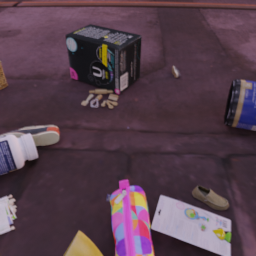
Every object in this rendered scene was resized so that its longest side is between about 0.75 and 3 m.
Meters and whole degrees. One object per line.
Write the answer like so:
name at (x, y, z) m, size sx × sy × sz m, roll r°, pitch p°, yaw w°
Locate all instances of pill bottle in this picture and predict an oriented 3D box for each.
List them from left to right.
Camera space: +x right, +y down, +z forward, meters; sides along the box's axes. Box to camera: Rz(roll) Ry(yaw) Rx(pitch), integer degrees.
pill bottle at (-3.681, 0.813, 8.115) m, size 1.901 × 1.056 × 1.056 m, roll -18°, pitch 42°, yaw -22°
pill bottle at (4.918, -0.628, 9.459) m, size 2.975 × 1.664 × 1.664 m, roll 10°, pitch 39°, yaw 14°

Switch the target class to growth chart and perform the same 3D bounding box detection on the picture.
growth chart at (-3.243, 2.230, 7.077) m, size 0.836 × 0.102 × 1.156 m, roll -14°, pitch 40°, yaw -18°

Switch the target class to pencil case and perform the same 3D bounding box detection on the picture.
pencil case at (0.066, 2.345, 6.245) m, size 1.015 × 1.015 × 2.296 m, roll -4°, pitch 39°, yaw -6°

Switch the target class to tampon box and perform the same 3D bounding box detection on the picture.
tampon box at (-1.050, -3.050, 12.218) m, size 2.760 × 2.068 × 1.742 m, roll 21°, pitch 43°, yaw 25°

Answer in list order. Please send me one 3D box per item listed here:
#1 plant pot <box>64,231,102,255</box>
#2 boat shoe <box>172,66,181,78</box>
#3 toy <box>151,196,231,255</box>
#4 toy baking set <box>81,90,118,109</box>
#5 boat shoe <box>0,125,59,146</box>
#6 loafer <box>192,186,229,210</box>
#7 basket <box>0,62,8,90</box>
plant pot at (-0.912, 2.887, 5.419) m, size 0.985 × 1.388 × 1.388 m, roll 31°, pitch 43°, yaw 1°
boat shoe at (2.257, -2.617, 13.146) m, size 0.266 × 0.296 × 0.822 m, roll 1°, pitch 39°, yaw -10°
toy at (1.490, 2.372, 6.643) m, size 1.787 × 0.422 × 1.029 m, roll 15°, pitch 37°, yaw 11°
toy baking set at (-1.107, -1.181, 11.185) m, size 1.555 × 0.181 × 1.194 m, roll 0°, pitch 39°, yaw -15°
boat shoe at (-3.218, 0.267, 9.136) m, size 1.916 × 0.682 × 0.600 m, roll -7°, pitch 35°, yaw -13°
loafer at (2.170, 1.840, 7.386) m, size 0.982 × 0.331 × 0.373 m, roll 19°, pitch 42°, yaw 23°
basket at (-6.145, -2.082, 11.661) m, size 1.203 × 1.255 × 1.685 m, roll 18°, pitch 42°, yaw 22°
